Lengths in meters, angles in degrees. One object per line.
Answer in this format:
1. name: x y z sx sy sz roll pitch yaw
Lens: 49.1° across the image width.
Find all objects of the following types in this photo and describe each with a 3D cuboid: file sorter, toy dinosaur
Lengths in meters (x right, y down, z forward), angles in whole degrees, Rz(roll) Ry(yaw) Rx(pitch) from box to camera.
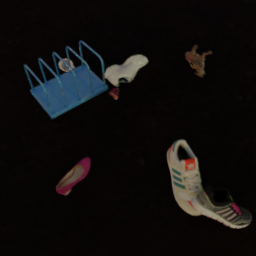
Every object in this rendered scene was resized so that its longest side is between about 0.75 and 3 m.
1. file sorter: -2.684 -2.211 12.125 2.895 1.776 2.009 -32 58 -22
2. toy dinosaur: 3.233 -3.359 13.722 1.207 0.764 1.781 -36 54 -17

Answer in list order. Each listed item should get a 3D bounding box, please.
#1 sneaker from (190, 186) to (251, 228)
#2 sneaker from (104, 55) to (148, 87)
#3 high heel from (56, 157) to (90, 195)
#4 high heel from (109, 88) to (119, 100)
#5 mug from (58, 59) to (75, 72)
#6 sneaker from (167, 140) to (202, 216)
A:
1. sneaker: 3.045 2.400 8.673 2.116 0.926 0.781 22 27 -10
2. sneaker: 0.022 -2.644 13.206 2.268 0.845 0.988 -31 69 -14
3. high heel: -1.865 1.577 9.553 0.526 0.750 1.563 36 74 19
4. high heel: -0.507 -1.548 12.263 0.496 0.348 1.031 -33 29 -8
5. mug: -2.965 -3.010 13.528 0.779 0.575 0.683 9 8 -34
6. sneaker: 1.939 1.588 9.302 0.904 1.200 2.567 -9 64 -6
